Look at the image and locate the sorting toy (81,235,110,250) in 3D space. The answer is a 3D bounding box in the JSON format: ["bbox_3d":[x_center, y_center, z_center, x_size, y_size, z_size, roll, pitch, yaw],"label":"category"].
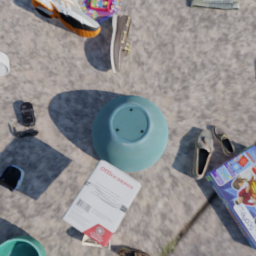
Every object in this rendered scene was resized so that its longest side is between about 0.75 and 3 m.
[{"bbox_3d":[-0.989,3.522,9.310,0.917,0.490,0.826,9,71,3],"label":"sorting toy"}]

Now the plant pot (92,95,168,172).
[{"bbox_3d":[0.054,0.046,9.297,2.737,1.844,2.737,0,78,1],"label":"plant pot"}]

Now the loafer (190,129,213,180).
[{"bbox_3d":[2.624,0.895,9.759,0.656,0.574,1.825,14,79,3],"label":"loafer"}]

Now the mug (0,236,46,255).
[{"bbox_3d":[-3.345,4.374,8.677,1.575,1.185,1.917,-3,76,-8],"label":"mug"}]

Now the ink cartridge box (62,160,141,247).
[{"bbox_3d":[-0.673,2.022,7.634,1.352,0.763,1.842,31,73,8],"label":"ink cartridge box"}]

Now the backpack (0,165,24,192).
[{"bbox_3d":[-3.941,1.676,9.585,0.715,0.574,0.782,27,90,5],"label":"backpack"}]

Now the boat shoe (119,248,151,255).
[{"bbox_3d":[0.237,4.226,9.160,1.119,0.403,0.404,15,79,3],"label":"boat shoe"}]

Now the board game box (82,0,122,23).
[{"bbox_3d":[-1.059,-4.954,11.109,1.572,0.306,1.242,-35,81,-7],"label":"board game box"}]

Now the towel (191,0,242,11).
[{"bbox_3d":[3.549,-5.713,11.238,2.000,0.359,2.077,4,79,1],"label":"towel"}]

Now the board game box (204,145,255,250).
[{"bbox_3d":[4.247,2.324,9.499,1.958,0.499,2.893,-30,80,-6],"label":"board game box"}]

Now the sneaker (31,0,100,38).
[{"bbox_3d":[-2.204,-4.618,10.681,2.915,1.103,1.341,31,76,5],"label":"sneaker"}]

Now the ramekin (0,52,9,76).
[{"bbox_3d":[-4.871,-2.395,10.241,1.067,1.067,0.497,0,65,0],"label":"ramekin"}]

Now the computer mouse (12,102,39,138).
[{"bbox_3d":[-3.767,-0.249,10.167,0.907,0.297,1.292,-15,86,-2],"label":"computer mouse"}]

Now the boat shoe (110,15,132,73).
[{"bbox_3d":[-0.250,-3.173,10.487,0.703,0.848,2.362,1,73,4],"label":"boat shoe"}]

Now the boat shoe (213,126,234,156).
[{"bbox_3d":[3.408,0.432,9.974,0.415,0.344,1.156,-23,79,-5],"label":"boat shoe"}]
